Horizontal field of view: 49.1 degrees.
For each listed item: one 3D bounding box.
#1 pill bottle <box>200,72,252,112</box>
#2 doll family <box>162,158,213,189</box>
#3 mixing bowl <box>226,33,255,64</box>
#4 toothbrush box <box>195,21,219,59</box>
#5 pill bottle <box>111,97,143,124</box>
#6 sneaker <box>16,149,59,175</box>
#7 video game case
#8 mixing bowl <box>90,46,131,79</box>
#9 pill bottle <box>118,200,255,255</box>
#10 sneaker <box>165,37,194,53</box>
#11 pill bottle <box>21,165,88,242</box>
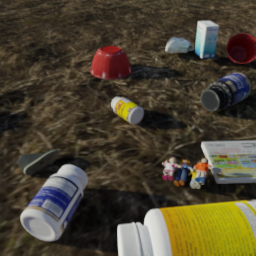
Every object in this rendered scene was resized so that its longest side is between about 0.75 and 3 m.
[{"bbox_3d":[3.637,-1.316,10.428,1.947,1.089,1.089,-26,43,-32],"label":"pill bottle"},{"bbox_3d":[1.603,1.180,7.479,1.377,0.621,0.855,-1,38,30],"label":"doll family"},{"bbox_3d":[5.555,-3.796,13.893,1.521,1.521,0.824,4,-6,6],"label":"mixing bowl"},{"bbox_3d":[3.839,-4.344,13.798,0.663,1.554,1.138,-6,32,-5],"label":"toothbrush box"},{"bbox_3d":[-0.065,-0.647,9.858,0.653,0.653,1.195,-25,42,-31],"label":"pill bottle"},{"bbox_3d":[-2.570,0.828,7.968,1.125,0.421,0.598,-30,48,-34],"label":"sneaker"},{"bbox_3d":[3.166,0.941,8.021,1.760,0.201,1.602,-1,35,-3],"label":"video game case"},{"bbox_3d":[-0.811,-3.165,13.083,1.961,1.062,1.961,0,34,0],"label":"mixing bowl"},{"bbox_3d":[1.255,2.198,5.072,2.813,1.537,1.537,-3,35,-6],"label":"pill bottle"},{"bbox_3d":[2.745,-4.313,14.886,0.809,0.767,2.009,41,44,24],"label":"sneaker"},{"bbox_3d":[-1.595,1.640,6.389,0.934,0.934,1.613,11,36,15],"label":"pill bottle"}]
